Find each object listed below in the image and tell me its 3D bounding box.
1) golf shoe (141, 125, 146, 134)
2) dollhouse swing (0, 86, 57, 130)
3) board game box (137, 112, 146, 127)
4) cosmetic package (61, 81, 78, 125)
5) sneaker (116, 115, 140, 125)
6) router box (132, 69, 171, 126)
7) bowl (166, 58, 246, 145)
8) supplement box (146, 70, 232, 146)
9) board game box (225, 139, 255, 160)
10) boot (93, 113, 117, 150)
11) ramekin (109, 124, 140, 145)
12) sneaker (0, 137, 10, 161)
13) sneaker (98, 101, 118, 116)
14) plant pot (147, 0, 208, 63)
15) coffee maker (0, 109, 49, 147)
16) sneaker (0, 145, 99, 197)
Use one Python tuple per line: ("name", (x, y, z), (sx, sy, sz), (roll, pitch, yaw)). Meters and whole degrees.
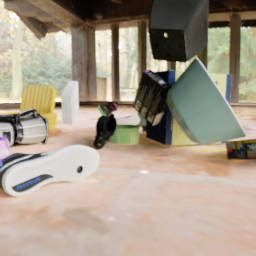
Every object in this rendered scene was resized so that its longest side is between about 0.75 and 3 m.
("golf shoe", (1.264, 0.130, 13.203), (1.265, 0.488, 0.557), (-6, 25, -8))
("dollhouse swing", (-5.296, -1.031, 14.505), (2.621, 2.304, 2.382), (5, 9, 25))
("board game box", (1.446, -0.557, 16.093), (1.705, 0.894, 0.878), (-7, 12, -37))
("cosmetic package", (-2.615, -1.169, 12.687), (0.474, 1.384, 1.835), (5, 27, -2))
("sneaker", (-0.421, -0.150, 14.486), (1.849, 0.745, 1.354), (-18, 0, -32))
("router box", (0.811, -1.041, 9.783), (0.408, 1.597, 1.191), (-24, 58, -36))
("bowl", (2.191, -0.576, 8.549), (1.455, 2.781, 2.781), (-32, 0, 15))
("supplement box", (2.317, -0.806, 11.035), (2.709, 2.712, 1.821), (-1, 8, -20))
("board game box", (4.265, 0.541, 8.097), (2.139, 0.607, 1.768), (-4, -3, -24))
("boot", (-0.764, -0.075, 9.701), (0.556, 1.503, 1.232), (19, -37, -13))
("ramekin", (-0.183, 0.255, 11.242), (1.305, 0.638, 1.305), (0, 8, 0))
("sneaker", (-3.926, 0.581, 7.830), (2.167, 0.958, 0.872), (5, 10, 38))
("sneaker", (-0.840, -0.902, 12.384), (0.696, 0.638, 1.662), (-25, 13, 18))
("plant pot", (1.464, -2.958, 8.739), (1.689, 1.693, 1.502), (12, 54, 25))
("coffee maker", (-4.289, 0.137, 10.296), (1.956, 1.371, 2.036), (-12, -3, 42))
("sneaker", (-1.930, 0.805, 6.527), (2.338, 0.854, 1.308), (-9, 13, -43))
